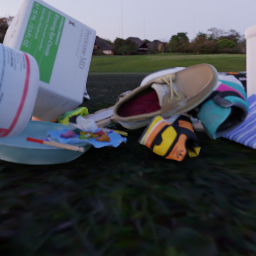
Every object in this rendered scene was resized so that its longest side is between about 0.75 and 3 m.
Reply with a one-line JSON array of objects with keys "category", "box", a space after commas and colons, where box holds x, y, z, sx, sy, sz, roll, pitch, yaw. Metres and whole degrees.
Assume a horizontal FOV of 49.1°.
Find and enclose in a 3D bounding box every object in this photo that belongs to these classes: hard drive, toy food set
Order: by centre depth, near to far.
[{"category": "toy food set", "box": [0.717, -0.349, 7.738, 2.729, 0.430, 1.735, 4, 13, 14]}, {"category": "hard drive", "box": [-0.387, -0.102, 8.197, 1.000, 0.271, 1.432, 13, 17, 43]}]

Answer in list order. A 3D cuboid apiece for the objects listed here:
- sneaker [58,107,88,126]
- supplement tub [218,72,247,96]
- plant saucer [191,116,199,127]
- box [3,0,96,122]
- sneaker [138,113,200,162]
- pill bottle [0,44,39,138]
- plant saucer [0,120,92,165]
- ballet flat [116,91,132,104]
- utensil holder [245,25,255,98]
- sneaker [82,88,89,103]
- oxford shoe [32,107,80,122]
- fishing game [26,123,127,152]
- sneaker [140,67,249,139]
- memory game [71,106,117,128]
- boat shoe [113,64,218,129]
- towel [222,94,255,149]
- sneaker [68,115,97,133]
[{"category": "sneaker", "box": [-1.723, -0.386, 8.898, 0.566, 0.501, 1.354, 9, 16, 22]}, {"category": "supplement tub", "box": [3.543, -1.188, 9.965, 2.551, 1.563, 1.563, -10, 17, -38]}, {"category": "plant saucer", "box": [2.076, -0.805, 8.671, 1.547, 1.547, 0.388, 4, -24, 17]}, {"category": "box", "box": [-2.296, -1.618, 7.354, 1.903, 2.210, 2.221, 20, -22, -32]}, {"category": "sneaker", "box": [1.112, 0.266, 6.060, 1.038, 0.807, 2.307, 38, 20, 20]}, {"category": "pill bottle", "box": [-3.052, -0.840, 4.295, 2.939, 1.598, 1.598, 14, 2, -40]}, {"category": "plant saucer", "box": [-1.893, 0.272, 5.725, 2.432, 0.437, 2.432, 9, 10, -2]}, {"category": "ballet flat", "box": [0.412, -0.696, 9.430, 0.992, 0.992, 2.759, -8, 14, -31]}, {"category": "utensil holder", "box": [4.719, -1.512, 8.090, 2.452, 2.885, 2.452, -5, 10, 1]}, {"category": "sneaker", "box": [-1.894, -1.287, 10.329, 0.776, 0.833, 2.101, -15, 10, -5]}, {"category": "oxford shoe", "box": [-2.224, -0.643, 9.237, 0.754, 0.771, 2.115, 7, 9, 26]}, {"category": "fishing game", "box": [-0.807, 0.105, 5.649, 1.614, 0.350, 2.255, 10, 9, 22]}, {"category": "sneaker", "box": [1.588, -0.487, 6.298, 2.567, 1.073, 1.550, 3, 42, -8]}, {"category": "memory game", "box": [-0.740, -0.285, 7.874, 2.067, 0.132, 2.067, -18, 15, 5]}, {"category": "boat shoe", "box": [0.739, -0.642, 5.802, 2.330, 0.862, 0.773, -29, -16, 15]}, {"category": "towel", "box": [3.265, -0.174, 6.654, 1.715, 0.282, 2.369, -35, 22, -10]}, {"category": "sneaker", "box": [-0.945, -0.067, 5.726, 0.802, 0.290, 0.288, 18, 54, 41]}]
